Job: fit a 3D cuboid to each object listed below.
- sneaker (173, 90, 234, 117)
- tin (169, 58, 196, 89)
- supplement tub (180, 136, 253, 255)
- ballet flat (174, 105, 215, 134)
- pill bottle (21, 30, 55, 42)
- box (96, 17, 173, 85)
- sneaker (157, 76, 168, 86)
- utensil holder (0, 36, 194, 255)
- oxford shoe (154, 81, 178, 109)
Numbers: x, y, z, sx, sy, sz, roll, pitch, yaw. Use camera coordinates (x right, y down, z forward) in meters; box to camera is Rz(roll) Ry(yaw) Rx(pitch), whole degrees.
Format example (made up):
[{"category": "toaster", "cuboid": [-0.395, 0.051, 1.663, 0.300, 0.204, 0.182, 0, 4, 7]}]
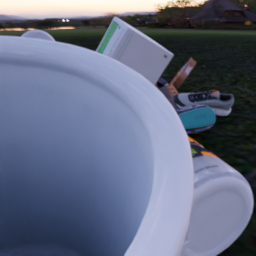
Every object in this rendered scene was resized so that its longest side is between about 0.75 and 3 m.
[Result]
[{"category": "sneaker", "cuboid": [2.571, -0.971, 9.543, 2.101, 0.833, 0.776, 4, 49, -7]}, {"category": "tin", "cuboid": [2.366, -2.312, 12.359, 0.409, 1.094, 1.954, 37, 63, 1]}, {"category": "supplement tub", "cuboid": [0.709, 0.848, 4.921, 1.563, 1.563, 2.551, -9, 26, -20]}, {"category": "ballet flat", "cuboid": [1.183, -0.096, 8.186, 2.759, 0.992, 0.992, -8, 25, -18]}, {"category": "pill bottle", "cuboid": [-4.057, -3.007, 12.445, 1.598, 1.598, 2.939, -9, -2, -21]}, {"category": "box", "cuboid": [0.042, -2.635, 10.929, 2.221, 2.210, 1.903, 21, 22, -32]}, {"category": "sneaker", "cuboid": [0.662, -2.496, 13.245, 2.791, 1.108, 1.095, 20, 29, 36]}, {"category": "utensil holder", "cuboid": [-1.020, 1.142, 2.076, 2.452, 2.885, 2.452, 3, 36, -2]}, {"category": "oxford shoe", "cuboid": [1.573, -1.193, 10.569, 0.754, 0.771, 2.115, -14, 30, -30]}]
